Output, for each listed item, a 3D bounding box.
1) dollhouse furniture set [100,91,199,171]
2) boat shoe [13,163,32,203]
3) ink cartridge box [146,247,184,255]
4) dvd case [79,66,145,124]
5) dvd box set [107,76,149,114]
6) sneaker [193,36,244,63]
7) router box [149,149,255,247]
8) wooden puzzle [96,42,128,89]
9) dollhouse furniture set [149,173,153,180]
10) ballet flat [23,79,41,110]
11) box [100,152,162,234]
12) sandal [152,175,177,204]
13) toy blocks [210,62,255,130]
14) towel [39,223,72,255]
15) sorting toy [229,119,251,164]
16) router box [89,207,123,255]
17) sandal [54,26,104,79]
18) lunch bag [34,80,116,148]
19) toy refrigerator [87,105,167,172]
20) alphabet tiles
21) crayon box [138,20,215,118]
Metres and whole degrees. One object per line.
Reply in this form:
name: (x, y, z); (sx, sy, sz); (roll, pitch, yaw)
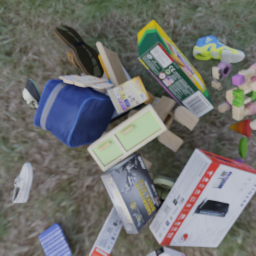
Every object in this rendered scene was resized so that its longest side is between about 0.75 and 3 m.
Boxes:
dollhouse furniture set: (0.484, -0.034, 9.104); (1.618, 2.284, 2.487); (33, 93, -30)
boat shoe: (-3.497, 1.811, 9.178); (0.500, 0.456, 1.389); (29, 108, 43)
ink cartridge box: (1.168, 3.737, 7.966); (0.628, 1.327, 0.246); (-39, 37, 21)
dvd case: (-0.642, -1.532, 11.035); (1.735, 0.213, 2.432); (-29, 74, -10)
dvd box set: (0.005, -0.994, 8.529); (1.076, 0.158, 0.788); (-27, 95, -4)
sneaker: (3.682, -3.270, 11.350); (2.011, 0.761, 1.056); (8, 71, 4)
router box: (2.294, 2.142, 8.099); (2.476, 0.674, 2.759); (17, 108, -32)
wooden puzzle: (-0.444, -1.875, 9.789); (0.380, 2.040, 1.887); (-23, 85, 14)
dollhouse furniture set: (0.522, 1.971, 9.337); (0.880, 0.625, 0.698); (-24, 39, 23)
ballet flat: (-3.440, -1.112, 10.124); (0.613, 1.679, 0.613); (0, 68, 0)
box: (0.146, 1.754, 7.764); (1.400, 0.427, 1.768); (-29, 97, -50)
sandal: (0.997, 1.984, 8.713); (0.895, 2.254, 0.643); (10, 69, 4)
toy blocks: (3.920, -1.252, 8.888); (1.597, 1.773, 1.897); (-28, 36, -17)
towel: (-2.380, 3.799, 9.075); (0.833, 0.137, 1.150); (-35, 65, 3)
sorting toy: (3.644, 0.529, 9.492); (0.698, 0.703, 2.028); (4, 54, 34)
router box: (-0.555, 3.066, 8.238); (0.435, 1.598, 1.781); (27, 45, 3)
sandal: (-1.987, -2.862, 11.032); (2.888, 0.788, 1.180); (48, 43, 12)
lunch bag: (-1.673, -0.563, 9.140); (1.694, 2.561, 1.740); (29, 102, 19)
toy refrigerator: (-0.026, 0.270, 7.825); (2.103, 0.736, 0.798); (-34, 96, 7)
alphabet tiles: (-1.266, -1.436, 8.548); (1.468, 1.500, 0.110); (16, 109, 19)
crayon box: (1.542, -1.986, 9.358); (0.833, 2.858, 2.466); (-36, 27, 24)
